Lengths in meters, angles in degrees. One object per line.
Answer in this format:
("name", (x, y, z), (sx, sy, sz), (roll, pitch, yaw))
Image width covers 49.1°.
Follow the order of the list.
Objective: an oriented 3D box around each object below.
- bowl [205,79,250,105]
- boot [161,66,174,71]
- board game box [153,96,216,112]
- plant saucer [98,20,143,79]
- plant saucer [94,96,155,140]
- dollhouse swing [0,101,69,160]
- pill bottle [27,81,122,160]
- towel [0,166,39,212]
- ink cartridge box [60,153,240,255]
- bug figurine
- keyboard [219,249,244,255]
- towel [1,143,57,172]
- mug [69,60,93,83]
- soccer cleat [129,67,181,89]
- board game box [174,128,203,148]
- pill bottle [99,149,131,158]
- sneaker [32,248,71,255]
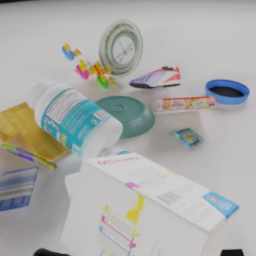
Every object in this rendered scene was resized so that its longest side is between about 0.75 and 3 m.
("bowl", (4.256, -1.569, 12.127), (1.873, 0.368, 1.873), (1, 34, -1))
("boot", (1.591, -2.530, 13.205), (1.134, 0.741, 0.384), (0, 4, -10))
("board game box", (2.031, -0.857, 10.357), (1.881, 0.436, 1.425), (-4, 1, -10))
("plant saucer", (-0.284, -3.827, 13.784), (2.779, 2.779, 0.697), (25, 19, 33))
("plant saucer", (-0.363, -0.552, 10.426), (2.757, 0.496, 2.757), (0, 34, 0))
("dollhouse swing", (-2.867, 0.069, 9.556), (2.348, 2.064, 2.134), (-34, 4, -41))
("pill bottle", (-1.636, -0.249, 8.245), (2.751, 1.524, 1.524), (36, 43, 12))
("towel", (-2.922, 1.571, 7.265), (1.056, 0.171, 1.437), (-12, 33, 1))
("ink cartridge box", (0.228, 1.700, 5.214), (2.775, 1.738, 1.784), (24, 12, 33))
("bug figurine", (-1.810, -2.696, 12.735), (2.864, 0.737, 2.221), (22, 27, -48))
("keyboard", (2.190, 3.099, 4.987), (1.295, 0.210, 2.038), (-4, 33, 5))
("towel", (-2.600, 0.799, 7.441), (1.492, 1.072, 0.170), (27, 72, -13))
("mug", (-2.168, -2.703, 13.027), (0.949, 0.799, 1.082), (-37, 0, 16))
("soccer cleat", (1.162, -2.189, 12.375), (2.300, 0.842, 0.784), (-3, 1, 12))
("board game box", (2.029, 0.309, 9.391), (0.593, 0.184, 0.786), (-17, 36, -25))
("pill bottle", (0.006, 1.142, 7.370), (1.678, 0.929, 0.929), (25, 40, 32))
("sneaker", (-0.971, 2.728, 4.977), (1.932, 0.834, 0.776), (10, 35, 14))
